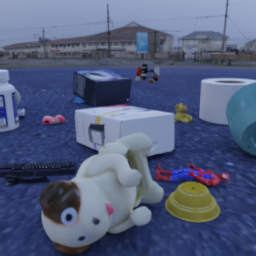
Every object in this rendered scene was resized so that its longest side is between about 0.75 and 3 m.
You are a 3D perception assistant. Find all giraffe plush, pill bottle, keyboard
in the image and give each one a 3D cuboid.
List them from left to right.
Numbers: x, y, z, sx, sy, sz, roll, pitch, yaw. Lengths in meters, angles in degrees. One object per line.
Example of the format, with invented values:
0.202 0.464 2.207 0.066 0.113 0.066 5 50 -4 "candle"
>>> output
-4.998 -1.045 10.716 1.334 2.229 1.334 0 16 0 "pill bottle"
-2.297 1.071 6.961 1.914 0.197 1.216 -2 16 -5 "keyboard"
2.310 -0.672 12.128 0.940 0.762 0.811 1 16 3 "giraffe plush"

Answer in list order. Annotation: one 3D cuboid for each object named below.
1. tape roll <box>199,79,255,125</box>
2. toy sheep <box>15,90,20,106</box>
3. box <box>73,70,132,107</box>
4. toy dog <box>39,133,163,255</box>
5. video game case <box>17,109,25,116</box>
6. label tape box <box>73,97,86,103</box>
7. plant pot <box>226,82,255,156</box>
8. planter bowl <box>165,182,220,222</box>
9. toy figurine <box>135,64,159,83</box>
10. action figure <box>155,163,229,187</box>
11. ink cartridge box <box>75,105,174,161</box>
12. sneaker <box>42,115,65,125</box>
4.427 -1.220 12.361 2.461 1.690 2.461 0 16 0 "tape roll"
-6.162 -1.493 14.160 1.400 1.400 2.031 0 10 1 "toy sheep"
-1.505 -2.392 16.288 2.493 1.536 2.473 -12 30 -38 "box"
-0.548 1.067 4.728 2.030 1.461 2.094 1 17 23 "toy dog"
-5.601 -0.682 12.903 1.553 0.188 1.704 -5 9 -20 "video game case"
-2.729 -1.704 16.713 0.645 0.298 0.900 14 19 37 "label tape box"
3.902 -0.104 8.129 2.007 2.007 1.611 5 33 16 "plant pot"
1.262 1.352 5.476 1.054 0.439 1.054 1 15 0 "planter bowl"
0.910 -2.466 13.042 1.018 0.719 1.034 8 -5 -20 "toy figurine"
1.495 1.089 6.556 1.654 0.427 0.541 6 14 11 "action figure"
-0.176 0.027 8.651 2.002 1.161 2.712 -9 12 -35 "ink cartridge box"
-3.100 -0.270 11.654 0.976 0.360 0.423 -3 28 6 "sneaker"
